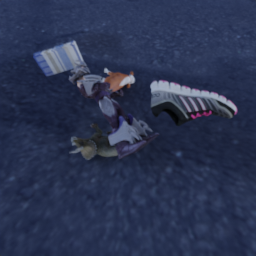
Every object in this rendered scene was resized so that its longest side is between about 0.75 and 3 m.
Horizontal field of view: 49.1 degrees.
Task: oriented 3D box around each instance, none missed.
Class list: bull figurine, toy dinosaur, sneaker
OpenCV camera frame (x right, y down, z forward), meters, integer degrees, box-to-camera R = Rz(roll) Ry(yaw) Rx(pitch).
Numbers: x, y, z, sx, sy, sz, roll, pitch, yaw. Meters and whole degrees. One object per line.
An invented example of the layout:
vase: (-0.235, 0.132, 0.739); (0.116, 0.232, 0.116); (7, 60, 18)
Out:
bull figurine: (-0.643, -1.689, 10.494); (1.171, 0.628, 1.928); (22, 43, 29)
toy dinosaur: (-0.578, 0.457, 7.936); (2.087, 0.803, 1.068); (4, 52, -11)
sneaker: (1.683, -0.485, 7.590); (2.399, 0.885, 1.049); (14, 84, -2)

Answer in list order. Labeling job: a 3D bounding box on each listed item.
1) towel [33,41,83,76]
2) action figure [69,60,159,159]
towel: (-1.878, -1.887, 7.700); (1.190, 0.874, 0.142); (-17, 57, 3)
action figure: (-0.528, -0.658, 7.447); (2.966, 1.029, 1.930); (53, 16, 8)
